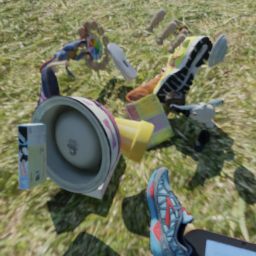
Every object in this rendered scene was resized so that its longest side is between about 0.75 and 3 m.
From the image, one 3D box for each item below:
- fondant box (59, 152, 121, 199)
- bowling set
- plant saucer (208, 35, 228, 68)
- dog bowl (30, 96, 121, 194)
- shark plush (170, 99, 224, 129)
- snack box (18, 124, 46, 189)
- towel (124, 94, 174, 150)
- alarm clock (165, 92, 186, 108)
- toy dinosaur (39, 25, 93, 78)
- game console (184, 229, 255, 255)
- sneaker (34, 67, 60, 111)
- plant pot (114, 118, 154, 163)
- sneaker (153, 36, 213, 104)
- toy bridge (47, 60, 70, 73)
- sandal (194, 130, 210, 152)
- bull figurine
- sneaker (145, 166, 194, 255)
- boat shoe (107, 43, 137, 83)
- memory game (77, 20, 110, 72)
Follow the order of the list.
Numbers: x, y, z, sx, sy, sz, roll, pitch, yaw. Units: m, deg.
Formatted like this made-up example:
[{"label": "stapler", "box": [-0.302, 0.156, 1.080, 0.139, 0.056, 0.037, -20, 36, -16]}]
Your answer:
[{"label": "fondant box", "box": [-1.057, 1.038, 8.109, 1.295, 0.523, 1.795, 13, 47, 12]}, {"label": "bowling set", "box": [1.444, -2.976, 9.096, 1.113, 0.859, 1.600, 1, 53, -44]}, {"label": "plant saucer", "box": [2.601, -2.136, 7.952, 0.243, 0.970, 0.970, 29, 52, 25]}, {"label": "dog bowl", "box": [-1.107, 0.293, 6.193, 2.168, 2.168, 0.799, 23, 26, 21]}, {"label": "shark plush", "box": [1.996, -0.437, 8.634, 2.130, 0.968, 0.887, -14, 31, -38]}, {"label": "snack box", "box": [-1.944, 0.549, 5.725, 0.232, 1.250, 0.726, 0, 2, 12]}, {"label": "towel", "box": [0.691, -0.240, 9.001, 1.147, 0.182, 1.597, -26, 85, -11]}, {"label": "alarm clock", "box": [1.548, -0.804, 9.054, 0.645, 0.956, 0.318, -2, 58, 22]}, {"label": "toy dinosaur", "box": [-2.190, -2.420, 9.800, 1.833, 1.061, 2.020, -12, 48, 9]}, {"label": "game console", "box": [2.298, 3.517, 5.716, 2.760, 0.428, 2.441, 12, 47, 13]}, {"label": "sneaker", "box": [-2.454, -0.782, 8.252, 0.813, 1.983, 0.696, -1, 14, 15]}, {"label": "plant pot", "box": [0.011, 0.249, 7.312, 1.017, 1.081, 1.081, 21, 47, 0]}, {"label": "sneaker", "box": [1.712, -2.002, 9.654, 2.651, 1.036, 1.197, -51, 37, 6]}, {"label": "toy bridge", "box": [-2.246, -1.794, 8.433, 1.042, 0.350, 0.142, -18, 58, 26]}, {"label": "sandal", "box": [2.396, 0.365, 8.978, 0.368, 0.234, 0.978, 19, 48, 18]}, {"label": "bull figurine", "box": [1.124, -1.304, 10.213, 2.476, 0.806, 1.503, -33, 60, -22]}, {"label": "sneaker", "box": [1.026, 1.896, 6.349, 0.993, 0.824, 2.078, -10, 77, 30]}, {"label": "boat shoe", "box": [-0.354, -2.478, 10.960, 1.652, 0.704, 0.610, 52, 49, -3]}, {"label": "memory game", "box": [-1.269, -3.155, 10.820, 0.127, 1.993, 1.993, -1, 40, 33]}]
